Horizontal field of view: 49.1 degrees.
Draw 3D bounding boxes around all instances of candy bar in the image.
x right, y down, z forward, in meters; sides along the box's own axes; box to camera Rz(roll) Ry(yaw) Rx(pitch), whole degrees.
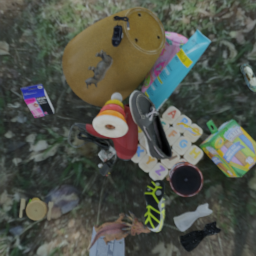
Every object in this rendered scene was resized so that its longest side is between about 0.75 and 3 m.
[{"bbox_3d":[1.758,0.035,8.126,0.946,0.236,0.105,27,66,-36],"label":"candy bar"}]

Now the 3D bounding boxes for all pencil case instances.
[{"bbox_3d":[1.171,-2.003,9.377,1.010,1.010,2.310,22,123,3],"label":"pencil case"}]

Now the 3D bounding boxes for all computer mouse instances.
[{"bbox_3d":[-0.158,-2.383,6.944,0.529,0.173,0.753,14,106,36],"label":"computer mouse"}]

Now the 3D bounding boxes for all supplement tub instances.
[{"bbox_3d":[1.613,1.404,8.000,0.886,1.656,0.886,-1,86,9],"label":"supplement tub"}]

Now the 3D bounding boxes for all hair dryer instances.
[{"bbox_3d":[-0.656,0.273,9.026,2.106,0.751,2.765,46,115,-6],"label":"hair dryer"}]

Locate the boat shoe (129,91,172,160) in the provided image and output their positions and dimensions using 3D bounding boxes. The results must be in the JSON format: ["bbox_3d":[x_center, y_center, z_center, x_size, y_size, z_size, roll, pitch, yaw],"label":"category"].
[{"bbox_3d":[0.759,-0.037,8.273,0.692,2.427,0.811,11,45,40],"label":"boat shoe"}]

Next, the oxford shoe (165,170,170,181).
[{"bbox_3d":[1.739,1.449,9.906,1.042,0.369,0.385,-31,76,-6],"label":"oxford shoe"}]

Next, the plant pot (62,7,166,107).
[{"bbox_3d":[-0.288,-2.337,8.698,2.742,2.942,2.742,7,76,-29],"label":"plant pot"}]

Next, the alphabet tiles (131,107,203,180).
[{"bbox_3d":[1.313,0.543,9.933,2.538,0.185,2.482,42,83,16],"label":"alphabet tiles"}]

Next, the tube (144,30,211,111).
[{"bbox_3d":[1.340,-1.590,8.415,0.707,1.087,2.807,23,119,-29],"label":"tube"}]

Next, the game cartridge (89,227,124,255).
[{"bbox_3d":[-0.728,4.327,9.466,1.175,0.357,1.763,8,82,4],"label":"game cartridge"}]

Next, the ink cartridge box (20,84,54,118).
[{"bbox_3d":[-2.491,-0.721,7.760,0.573,1.210,0.224,-12,59,-5],"label":"ink cartridge box"}]

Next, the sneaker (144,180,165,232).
[{"bbox_3d":[0.879,2.503,9.083,0.656,0.665,1.740,-1,50,21],"label":"sneaker"}]

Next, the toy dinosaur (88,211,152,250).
[{"bbox_3d":[-0.368,3.199,8.817,1.914,1.297,0.821,-12,75,-23],"label":"toy dinosaur"}]

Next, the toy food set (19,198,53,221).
[{"bbox_3d":[-3.192,2.839,9.785,1.091,0.219,0.753,8,88,-4],"label":"toy food set"}]

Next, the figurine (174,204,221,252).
[{"bbox_3d":[2.175,3.051,8.826,1.249,1.280,0.551,-33,115,13],"label":"figurine"}]

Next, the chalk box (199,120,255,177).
[{"bbox_3d":[3.362,0.580,9.611,1.212,1.218,1.957,-42,82,-6],"label":"chalk box"}]

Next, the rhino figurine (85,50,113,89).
[{"bbox_3d":[-0.789,-1.478,7.345,0.475,0.325,1.086,23,108,-34],"label":"rhino figurine"}]

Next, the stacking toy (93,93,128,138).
[{"bbox_3d":[-0.423,-0.502,8.201,1.003,1.003,1.373,9,57,1],"label":"stacking toy"}]

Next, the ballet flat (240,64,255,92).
[{"bbox_3d":[4.552,-1.869,10.419,0.415,0.415,1.118,-28,82,-4],"label":"ballet flat"}]
